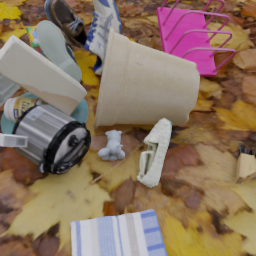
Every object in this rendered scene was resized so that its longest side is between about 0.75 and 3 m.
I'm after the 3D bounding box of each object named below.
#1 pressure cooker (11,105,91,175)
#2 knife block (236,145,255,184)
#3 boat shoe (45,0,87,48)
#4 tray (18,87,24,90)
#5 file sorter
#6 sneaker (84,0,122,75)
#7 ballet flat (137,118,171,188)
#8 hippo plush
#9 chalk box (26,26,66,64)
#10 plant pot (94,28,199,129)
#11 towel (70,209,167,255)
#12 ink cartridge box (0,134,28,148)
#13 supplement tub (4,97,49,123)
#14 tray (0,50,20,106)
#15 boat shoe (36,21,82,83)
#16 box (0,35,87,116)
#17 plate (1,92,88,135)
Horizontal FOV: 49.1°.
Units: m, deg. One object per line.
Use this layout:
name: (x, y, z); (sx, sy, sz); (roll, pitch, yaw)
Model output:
pressure cooker: (-1.703, 0.327, 6.494); (1.558, 1.392, 1.370); (26, 91, 17)
knife block: (2.807, 0.837, 6.831); (0.932, 0.298, 0.818); (-21, 50, -18)
boat shoe: (-1.836, -3.414, 9.181); (0.812, 2.244, 0.810); (31, 85, 23)
tray: (-3.342, -1.452, 9.067); (0.821, 0.152, 0.405); (-16, 49, -15)
file sorter: (2.083, -3.029, 8.621); (1.689, 1.524, 2.430); (-2, 74, -17)
sneaker: (-0.827, -2.848, 8.661); (1.177, 2.670, 1.005); (-18, 33, -9)
ballet flat: (0.584, 0.530, 6.424); (0.594, 0.594, 1.656); (11, 81, 10)
hippo plush: (-0.432, 0.390, 6.851); (0.628, 0.789, 0.634); (-9, 60, 1)
chalk box: (-2.667, -2.625, 9.515); (1.084, 1.090, 1.752); (-16, 48, -15)
plant pot: (0.459, -1.059, 7.356); (2.353, 2.571, 2.571); (10, 47, -6)
towel: (-0.200, 2.279, 5.451); (1.824, 0.217, 1.339); (-6, 41, -7)
ink cartridge box: (-2.468, 0.245, 5.564); (0.906, 0.494, 0.228); (2, 85, 39)
supplement tub: (-2.646, -0.451, 7.351); (0.969, 0.699, 0.699); (4, 47, 8)
tray: (-3.596, -0.983, 7.411); (0.313, 1.517, 2.825); (22, 52, 10)
boat shoe: (-2.055, -2.193, 8.394); (0.761, 2.013, 0.607); (-26, 9, -3)
box: (-2.153, -1.273, 6.975); (0.812, 2.088, 0.992); (-51, 33, 6)
plate: (-2.398, -0.466, 8.034); (2.492, 0.318, 2.492); (-1, 48, 1)
